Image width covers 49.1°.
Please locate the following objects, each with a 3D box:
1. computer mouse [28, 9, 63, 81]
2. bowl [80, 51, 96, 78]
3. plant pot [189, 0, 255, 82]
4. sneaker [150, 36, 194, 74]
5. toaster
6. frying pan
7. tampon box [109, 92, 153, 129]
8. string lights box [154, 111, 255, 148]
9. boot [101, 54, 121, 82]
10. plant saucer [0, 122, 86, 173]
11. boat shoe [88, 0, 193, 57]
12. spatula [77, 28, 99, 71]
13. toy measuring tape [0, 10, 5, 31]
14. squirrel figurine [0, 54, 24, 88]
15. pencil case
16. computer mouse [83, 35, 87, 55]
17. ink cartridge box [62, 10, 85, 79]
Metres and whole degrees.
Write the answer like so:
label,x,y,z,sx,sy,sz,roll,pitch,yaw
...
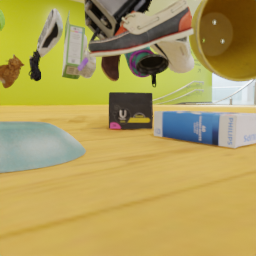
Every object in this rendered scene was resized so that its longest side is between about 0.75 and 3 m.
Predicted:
label,x,y,z,sx,sy,sz,roll,pitch,yaw
computer mouse,-2.783,-2.886,9.663,0.546,1.364,2.487,17,-48,-32
bowl,-1.749,-2.800,11.743,0.615,1.310,1.310,-26,-7,28
plant pot,3.111,-3.013,8.849,2.934,2.934,2.083,-1,14,-11
sneaker,1.920,-3.103,10.902,1.178,1.118,2.926,-14,-29,39
toaster,-0.156,-3.271,6.980,1.217,2.052,1.855,42,-8,-3
frying pan,0.892,-1.834,8.754,1.010,0.272,1.669,-16,-23,26
tampon box,0.027,-0.571,8.914,1.296,1.092,1.729,0,6,-3
string lights box,1.646,-0.034,6.020,1.059,0.607,2.060,-5,7,-39
boot,-0.515,-2.991,11.079,0.687,1.898,1.578,-5,-21,-34
plant saucer,-2.001,0.190,4.539,2.598,0.500,2.598,-1,6,0
boat shoe,0.258,-1.998,5.696,2.363,0.739,0.841,-20,23,-15
spatula,-0.879,-1.751,6.278,0.108,1.047,0.296,14,25,-30
toy measuring tape,-3.269,-2.155,6.640,0.828,2.250,0.828,3,41,-3
squirrel figurine,-3.054,-1.552,7.399,0.848,0.600,0.792,0,49,43
pencil case,0.501,-3.375,12.595,1.382,1.272,2.990,18,29,-18
computer mouse,-1.696,-2.985,10.604,0.275,1.253,0.687,4,6,3
ink cartridge box,-1.754,-2.641,9.023,0.557,1.877,0.975,5,-15,-18
